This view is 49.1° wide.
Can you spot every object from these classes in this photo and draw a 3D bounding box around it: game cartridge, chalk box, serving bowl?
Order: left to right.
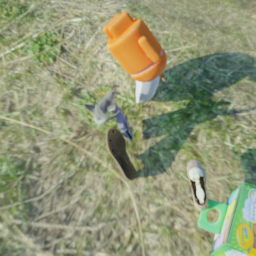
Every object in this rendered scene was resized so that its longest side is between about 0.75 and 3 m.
[{"bbox_3d":[-0.156,-0.120,9.433,0.267,1.389,0.901,-24,67,4],"label":"game cartridge"},{"bbox_3d":[0.760,-1.966,10.354,0.711,2.162,2.162,4,58,-4],"label":"serving bowl"},{"bbox_3d":[3.426,2.822,7.604,2.925,1.811,1.820,20,60,14],"label":"chalk box"}]

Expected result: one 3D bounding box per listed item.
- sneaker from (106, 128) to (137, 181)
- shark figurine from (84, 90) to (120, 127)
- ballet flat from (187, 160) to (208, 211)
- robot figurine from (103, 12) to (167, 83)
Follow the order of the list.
[{"bbox_3d":[-0.337,0.893,9.122,0.641,0.687,1.820,-22,92,-24],"label":"sneaker"},{"bbox_3d":[-0.927,-0.494,8.447,0.874,1.251,2.095,32,19,-13],"label":"shark figurine"},{"bbox_3d":[2.037,1.600,8.113,0.525,0.518,1.541,-14,65,11],"label":"ballet flat"},{"bbox_3d":[0.275,-2.286,8.315,1.620,2.252,1.313,-19,35,39],"label":"robot figurine"}]
